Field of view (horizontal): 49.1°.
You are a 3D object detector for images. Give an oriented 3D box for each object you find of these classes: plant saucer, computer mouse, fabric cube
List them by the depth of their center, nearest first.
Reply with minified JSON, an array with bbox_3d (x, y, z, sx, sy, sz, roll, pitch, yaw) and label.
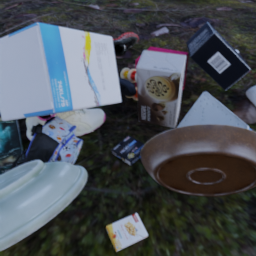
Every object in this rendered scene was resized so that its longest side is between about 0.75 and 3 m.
[{"bbox_3d":[-2.228,1.309,5.423,2.885,0.724,2.885,-24,12,6],"label":"plant saucer"},{"bbox_3d":[1.690,0.897,6.119,2.891,2.891,0.464,4,56,5],"label":"plant saucer"},{"bbox_3d":[-0.656,-1.905,10.055,2.373,0.404,0.695,35,37,10],"label":"computer mouse"},{"bbox_3d":[1.297,-2.057,10.888,1.598,1.573,1.603,15,40,20],"label":"fabric cube"}]

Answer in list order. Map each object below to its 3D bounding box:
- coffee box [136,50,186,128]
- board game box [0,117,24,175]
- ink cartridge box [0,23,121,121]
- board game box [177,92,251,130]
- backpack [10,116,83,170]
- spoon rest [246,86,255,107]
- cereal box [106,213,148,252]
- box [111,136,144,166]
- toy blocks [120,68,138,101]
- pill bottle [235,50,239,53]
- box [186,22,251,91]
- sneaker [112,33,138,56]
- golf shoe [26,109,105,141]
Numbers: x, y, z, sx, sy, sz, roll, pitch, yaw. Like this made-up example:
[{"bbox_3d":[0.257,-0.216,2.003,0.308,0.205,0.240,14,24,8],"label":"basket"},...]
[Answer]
[{"bbox_3d":[1.032,-1.177,9.002,1.333,2.358,0.941,11,51,12],"label":"coffee box"},{"bbox_3d":[-4.135,0.536,8.460,1.767,0.368,2.612,-15,39,-18],"label":"board game box"},{"bbox_3d":[-1.738,-1.345,7.222,1.901,1.892,2.591,-5,7,34],"label":"ink cartridge box"},{"bbox_3d":[2.033,0.297,7.577,0.264,2.042,2.041,22,22,-30],"label":"board game box"},{"bbox_3d":[-1.994,0.532,7.481,1.386,1.799,1.713,31,28,-11],"label":"backpack"},{"bbox_3d":[5.111,-0.972,10.324,1.253,0.765,2.522,8,25,9],"label":"spoon rest"},{"bbox_3d":[-0.029,2.304,6.214,0.784,0.155,0.564,-19,57,-21],"label":"cereal box"},{"bbox_3d":[0.052,0.667,8.411,0.810,0.203,0.816,31,53,32],"label":"box"},{"bbox_3d":[0.377,-1.541,10.221,0.529,1.213,1.456,-26,27,-25],"label":"toy blocks"},{"bbox_3d":[4.692,-3.043,12.695,0.517,0.904,0.517,0,38,0],"label":"pill bottle"},{"bbox_3d":[3.138,-2.589,9.987,1.842,1.141,1.810,39,30,-15],"label":"box"},{"bbox_3d":[-0.266,-4.217,14.293,2.322,0.821,1.135,-27,45,-27],"label":"sneaker"},{"bbox_3d":[-1.936,-0.322,8.943,2.609,1.194,0.983,-16,39,-24],"label":"golf shoe"}]
